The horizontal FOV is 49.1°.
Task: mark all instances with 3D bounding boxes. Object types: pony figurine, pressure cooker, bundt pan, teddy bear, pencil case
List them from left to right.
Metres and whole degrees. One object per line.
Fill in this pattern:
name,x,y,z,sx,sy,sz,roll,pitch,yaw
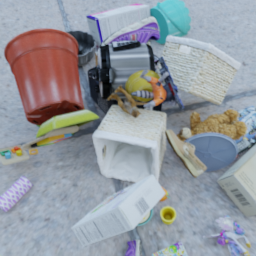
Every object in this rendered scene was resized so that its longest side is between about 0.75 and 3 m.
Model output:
pencil case,-3.770,2.164,9.252,0.541,0.531,1.266,0,38,45
bundt pan,-2.733,-3.870,14.036,2.385,0.895,2.385,0,49,0
pressure cooker,-0.286,-1.943,9.844,2.270,1.996,2.027,-4,63,-5
teddy bear,2.910,0.106,10.210,2.705,0.903,1.961,-7,56,16
pony figurine,2.956,3.173,8.242,1.213,1.046,1.256,10,38,-35

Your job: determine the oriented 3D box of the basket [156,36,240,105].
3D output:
basket,2.568,-2.178,10.680,2.231,1.794,2.211,11,16,-40

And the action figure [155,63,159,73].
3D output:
action figure,1.168,-2.667,13.282,0.905,0.473,0.875,-10,61,-3

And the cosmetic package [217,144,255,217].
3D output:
cosmetic package,4.557,1.384,9.234,2.950,1.078,1.527,-35,80,-23

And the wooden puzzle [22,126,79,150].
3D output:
wooden puzzle,-2.533,0.377,9.220,1.370,1.481,0.276,-12,78,-55

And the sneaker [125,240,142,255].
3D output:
sneaker,0.121,3.829,7.979,0.517,0.499,1.238,-9,41,14

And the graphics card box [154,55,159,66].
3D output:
graphics card box,0.858,-3.258,13.890,1.300,0.331,0.815,-27,54,-22

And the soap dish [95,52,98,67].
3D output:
soap dish,-0.730,-3.189,13.229,1.636,1.287,0.664,-21,60,-17

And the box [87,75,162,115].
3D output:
box,-0.145,-1.394,11.619,1.980,1.428,2.668,-28,57,-22

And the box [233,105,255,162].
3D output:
box,4.437,0.181,10.902,2.466,0.492,1.688,-21,52,-16

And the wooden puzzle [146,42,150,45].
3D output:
wooden puzzle,0.360,-4.093,14.326,1.565,0.362,1.450,-5,40,4

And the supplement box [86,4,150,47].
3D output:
supplement box,-0.426,-5.371,14.637,2.980,1.540,1.508,-22,33,-16

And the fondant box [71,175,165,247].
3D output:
fondant box,-0.276,2.188,7.379,1.579,2.189,0.638,-30,86,-49

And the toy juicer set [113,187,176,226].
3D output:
toy juicer set,0.262,2.396,8.876,2.328,0.633,1.481,-7,51,0

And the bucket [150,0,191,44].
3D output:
bucket,2.068,-5.608,14.772,1.447,2.223,2.223,-31,57,-20

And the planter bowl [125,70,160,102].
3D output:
planter bowl,0.525,-1.194,8.838,1.187,1.187,0.495,-6,44,-5

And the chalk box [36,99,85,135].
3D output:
chalk box,-3.005,-0.807,11.198,2.139,1.331,1.324,12,51,11

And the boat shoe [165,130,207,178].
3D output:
boat shoe,1.815,0.722,8.878,0.585,1.815,0.647,-36,11,2

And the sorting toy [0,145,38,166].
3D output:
sorting toy,-3.963,0.869,9.606,1.694,0.231,0.954,-14,32,-33

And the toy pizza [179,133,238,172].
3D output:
toy pizza,2.664,0.794,9.457,1.950,1.950,0.309,4,45,4

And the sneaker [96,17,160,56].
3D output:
sneaker,0.084,-3.364,11.001,2.832,1.181,1.142,-29,11,-12

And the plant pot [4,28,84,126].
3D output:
plant pot,-2.656,-1.522,9.449,2.519,2.519,2.449,-13,73,-11

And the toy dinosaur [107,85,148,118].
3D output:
toy dinosaur,0.019,-0.754,9.040,1.248,0.710,2.351,42,16,-8

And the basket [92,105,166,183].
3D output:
basket,0.148,0.577,9.494,2.118,2.099,1.704,8,45,15

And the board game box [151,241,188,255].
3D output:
board game box,1.193,3.628,7.813,0.900,0.464,0.472,-26,45,2

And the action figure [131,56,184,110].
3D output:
action figure,0.877,-1.238,8.334,1.702,0.920,1.760,3,66,-53

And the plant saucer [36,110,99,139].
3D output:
plant saucer,-1.926,-0.157,8.620,1.554,1.556,0.373,-17,90,-38
